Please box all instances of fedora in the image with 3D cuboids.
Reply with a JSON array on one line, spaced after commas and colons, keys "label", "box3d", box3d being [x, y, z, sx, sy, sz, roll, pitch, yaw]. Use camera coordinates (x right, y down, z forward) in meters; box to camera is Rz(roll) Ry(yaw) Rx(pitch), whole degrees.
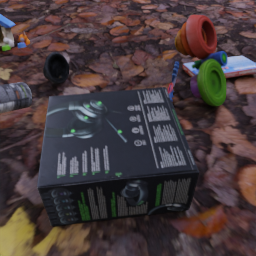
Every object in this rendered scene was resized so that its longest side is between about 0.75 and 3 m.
[{"label": "fedora", "box3d": [-2.342, -1.855, 8.803, 0.464, 1.016, 1.016, -6, 35, 35]}]

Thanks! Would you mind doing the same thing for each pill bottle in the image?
[{"label": "pill bottle", "box3d": [-2.924, -0.671, 6.491, 0.637, 0.637, 1.200, 33, 34, 31]}]

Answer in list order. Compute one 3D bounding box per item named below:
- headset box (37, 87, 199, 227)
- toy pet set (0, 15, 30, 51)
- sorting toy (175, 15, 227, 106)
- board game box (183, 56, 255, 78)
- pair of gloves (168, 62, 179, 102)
[{"label": "headset box", "box3d": [-0.389, 0.485, 5.886, 2.922, 1.356, 2.544, -6, 43, -6]}, {"label": "toy pet set", "box3d": [-4.619, -3.433, 9.929, 2.109, 1.120, 1.970, -9, 27, -1]}, {"label": "sorting toy", "box3d": [2.032, -1.859, 8.087, 1.060, 2.581, 1.551, -7, 5, 45]}, {"label": "board game box", "box3d": [3.116, -1.997, 9.364, 2.273, 0.221, 1.170, -10, 34, -10]}, {"label": "pair of gloves", "box3d": [1.255, -1.216, 7.796, 0.141, 0.995, 1.238, 14, 74, 11]}]
